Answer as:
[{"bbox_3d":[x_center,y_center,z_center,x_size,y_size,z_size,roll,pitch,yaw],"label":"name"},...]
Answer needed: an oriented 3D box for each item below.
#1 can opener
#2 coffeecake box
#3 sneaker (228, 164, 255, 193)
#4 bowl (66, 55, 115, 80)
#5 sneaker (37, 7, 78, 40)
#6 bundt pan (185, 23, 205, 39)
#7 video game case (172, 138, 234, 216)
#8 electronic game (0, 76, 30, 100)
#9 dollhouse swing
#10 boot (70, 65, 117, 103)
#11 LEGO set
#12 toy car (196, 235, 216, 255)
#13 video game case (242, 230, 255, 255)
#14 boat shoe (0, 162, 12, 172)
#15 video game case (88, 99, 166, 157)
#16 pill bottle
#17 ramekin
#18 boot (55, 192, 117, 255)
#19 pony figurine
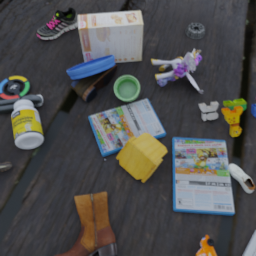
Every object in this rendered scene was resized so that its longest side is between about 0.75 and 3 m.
[{"bbox_3d":[-4.706,-1.058,11.748,2.267,0.753,0.597,-11,60,-2],"label":"can opener"},{"bbox_3d":[-0.765,-4.051,12.785,2.750,2.111,1.005,-5,58,-3],"label":"coffeecake box"},{"bbox_3d":[4.110,1.726,10.063,0.441,0.513,1.212,-27,60,-14],"label":"sneaker"},{"bbox_3d":[-1.572,-2.610,12.083,2.149,0.422,2.149,-16,20,6],"label":"bowl"},{"bbox_3d":[-3.588,-5.381,14.247,2.459,1.076,0.907,-32,63,-19],"label":"sneaker"},{"bbox_3d":[3.492,-5.058,14.464,1.009,0.379,1.009,0,57,1],"label":"bundt pan"},{"bbox_3d":[2.659,1.679,10.245,2.040,0.254,2.850,3,58,3],"label":"video game case"},{"bbox_3d":[-5.055,-1.755,12.401,1.433,0.298,1.433,0,57,0],"label":"electronic game"},{"bbox_3d":[0.564,1.046,10.514,1.372,1.247,1.206,39,22,14],"label":"dollhouse swing"},{"bbox_3d":[-1.504,-2.228,12.383,1.107,0.854,2.285,33,65,17],"label":"boot"},{"bbox_3d":[4.439,-0.400,11.183,2.980,1.223,1.137,-7,27,1],"label":"LEGO set"},{"bbox_3d":[2.317,3.793,7.911,0.759,2.281,1.119,-20,77,2],"label":"toy car"},{"bbox_3d":[4.455,4.517,8.440,2.112,0.233,1.923,33,64,19],"label":"video game case"},{"bbox_3d":[-5.010,1.351,10.217,1.445,0.538,0.530,-8,73,-6],"label":"boat shoe"},{"bbox_3d":[-0.071,-0.070,11.369,2.659,0.237,1.903,-18,60,-11],"label":"video game case"},{"bbox_3d":[-3.973,-0.169,10.949,1.036,1.036,1.850,-16,59,-10],"label":"pill bottle"},{"bbox_3d":[-0.029,-1.607,11.773,1.081,0.528,1.081,-1,82,6],"label":"ramekin"},{"bbox_3d":[-1.509,3.187,8.996,2.057,0.748,2.185,-12,58,-7],"label":"boot"},{"bbox_3d":[2.294,-2.560,12.268,2.267,1.888,2.189,-15,48,8],"label":"pony figurine"}]
